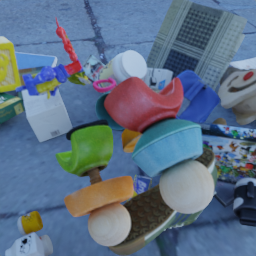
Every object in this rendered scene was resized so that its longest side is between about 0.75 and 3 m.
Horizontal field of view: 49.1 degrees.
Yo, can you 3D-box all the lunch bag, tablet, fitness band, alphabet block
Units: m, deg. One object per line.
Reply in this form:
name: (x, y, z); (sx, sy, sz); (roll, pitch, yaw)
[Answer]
lunch bag: (1.559, -0.614, 7.850); (1.408, 1.371, 2.072); (44, 55, 5)
tablet: (-4.119, -2.193, 10.625); (2.567, 0.175, 1.670); (8, 61, 10)
fitness band: (-0.709, -1.295, 8.401); (0.615, 0.160, 0.856); (-23, 32, -18)
alphabet block: (-4.416, -2.013, 8.938); (1.506, 1.514, 1.542); (-16, 29, -24)

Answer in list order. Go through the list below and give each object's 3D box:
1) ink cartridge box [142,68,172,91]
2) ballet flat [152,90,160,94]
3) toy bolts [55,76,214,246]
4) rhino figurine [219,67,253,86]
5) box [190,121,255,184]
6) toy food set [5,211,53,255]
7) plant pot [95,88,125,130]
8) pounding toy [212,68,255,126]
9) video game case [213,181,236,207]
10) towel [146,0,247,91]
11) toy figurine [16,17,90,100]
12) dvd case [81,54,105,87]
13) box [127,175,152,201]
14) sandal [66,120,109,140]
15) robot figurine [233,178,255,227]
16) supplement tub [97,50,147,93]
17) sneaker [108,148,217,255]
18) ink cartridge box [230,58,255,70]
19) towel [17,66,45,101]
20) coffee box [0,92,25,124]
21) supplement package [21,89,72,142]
ink cartridge box: (0.985, -1.689, 9.763); (0.957, 0.694, 0.401); (15, 7, 37)
ballet flat: (1.385, -1.062, 9.376); (1.611, 0.568, 0.526); (5, 40, 3)
toy bolts: (0.397, 0.636, 4.771); (2.639, 2.763, 1.916); (-10, 68, -35)
rhino figurine: (3.848, -1.054, 9.158); (1.199, 0.820, 2.741); (-3, 49, -11)
box: (2.164, 0.625, 6.437); (2.175, 1.486, 0.410); (8, 44, 17)
toy food set: (-1.820, 2.585, 4.759); (0.990, 1.050, 2.200); (-22, 41, -9)
plant pot: (-0.258, -0.700, 8.543); (1.214, 1.214, 0.974); (12, 32, 13)
pounding toy: (3.583, -0.749, 7.686); (1.634, 2.848, 1.629); (43, 48, -13)
video game case: (2.325, 1.078, 7.185); (1.235, 0.164, 1.728); (-24, 46, -19)
towel: (2.258, -2.818, 9.800); (2.819, 2.928, 0.506); (31, 16, 25)
toy figurine: (-2.086, -1.465, 7.192); (1.745, 1.536, 2.912); (-26, 11, -3)
dvd case: (-1.092, -1.971, 10.049); (1.201, 0.132, 0.877); (38, 60, -11)
box: (0.215, 1.674, 6.379); (0.429, 0.393, 1.223); (11, 42, 11)
sandal: (-1.127, 0.108, 7.655); (1.238, 0.465, 0.296); (-20, 54, 6)
robot figurine: (2.614, 1.571, 6.013); (0.635, 0.764, 1.017); (28, 50, -7)
supplement tub: (-0.216, -1.753, 9.158); (1.108, 1.529, 1.108); (12, 69, -32)
sneaker: (0.884, 1.703, 5.705); (2.811, 1.262, 0.943); (-38, 36, -21)
ink cartridge box: (4.901, -2.037, 10.593); (1.550, 0.393, 1.760); (-13, 42, -14)
towel: (-3.389, -1.589, 9.975); (1.084, 0.160, 1.479); (-10, 58, -10)
coffee box: (-4.427, -0.704, 8.748); (2.156, 0.474, 1.326); (20, 41, 33)
supplement package: (-2.396, -0.514, 8.296); (1.031, 1.023, 1.358); (-21, 45, -10)
